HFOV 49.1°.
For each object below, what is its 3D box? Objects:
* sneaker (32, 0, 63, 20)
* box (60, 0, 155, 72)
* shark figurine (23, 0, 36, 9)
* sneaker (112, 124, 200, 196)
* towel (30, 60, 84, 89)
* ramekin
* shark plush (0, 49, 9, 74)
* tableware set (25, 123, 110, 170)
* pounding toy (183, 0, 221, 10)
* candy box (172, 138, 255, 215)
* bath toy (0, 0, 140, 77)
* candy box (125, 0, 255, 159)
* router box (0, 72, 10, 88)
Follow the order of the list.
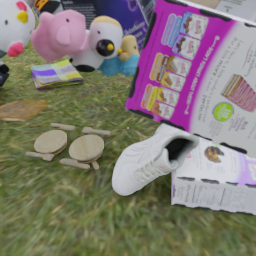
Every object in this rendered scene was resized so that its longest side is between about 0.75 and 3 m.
[{"bbox_3d":[-2.652,-3.888,8.555,0.985,0.972,2.516,-42,55,5],"label":"sneaker"},{"bbox_3d":[-0.460,-3.165,7.316,1.451,2.781,2.058,21,51,40],"label":"box"},{"bbox_3d":[-1.649,-2.736,4.742,0.607,1.454,0.869,-8,16,-2],"label":"shark figurine"},{"bbox_3d":[0.487,0.621,5.406,2.091,0.815,1.039,-44,14,8],"label":"sneaker"},{"bbox_3d":[-2.945,-2.215,11.384,1.793,0.284,2.497,-13,34,-19],"label":"towel"},{"bbox_3d":[2.696,-3.561,7.822,2.351,2.351,1.095,-5,26,-8],"label":"ramekin"},{"bbox_3d":[-2.825,-1.518,5.443,1.217,1.328,2.923,29,5,-36],"label":"shark plush"},{"bbox_3d":[-1.439,0.490,6.934,1.883,0.377,1.245,8,44,23],"label":"tableware set"},{"bbox_3d":[1.300,-2.993,5.672,2.107,1.097,2.399,28,23,-13],"label":"pounding toy"},{"bbox_3d":[1.992,0.864,5.931,2.096,0.750,1.758,5,32,7],"label":"candy box"},{"bbox_3d":[-0.935,-1.378,4.469,2.646,1.151,0.978,1,49,-47],"label":"bath toy"},{"bbox_3d":[0.948,-0.463,2.764,1.698,1.158,0.518,22,30,8],"label":"candy box"},{"bbox_3d":[-5.342,-1.637,8.871,2.164,0.719,2.752,37,25,-20],"label":"router box"}]
